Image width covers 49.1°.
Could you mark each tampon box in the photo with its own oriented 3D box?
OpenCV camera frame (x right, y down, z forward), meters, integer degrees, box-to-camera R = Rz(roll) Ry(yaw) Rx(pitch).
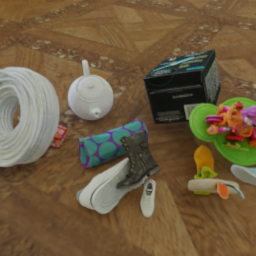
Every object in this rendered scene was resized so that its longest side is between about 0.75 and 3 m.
[{"bbox_3d":[1.937,-1.433,9.491,1.910,1.609,2.549,-4,24,27],"label":"tampon box"}]

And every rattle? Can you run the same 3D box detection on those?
[{"bbox_3d":[2.191,1.033,6.870,1.283,1.971,1.408,18,77,15],"label":"rattle"}]

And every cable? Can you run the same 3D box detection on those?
[{"bbox_3d":[-3.342,-0.324,8.265,2.910,2.911,1.008,11,-2,30],"label":"cable"}]

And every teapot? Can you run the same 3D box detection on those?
[{"bbox_3d":[-1.318,-1.245,9.857,1.771,1.294,1.748,31,66,8],"label":"teapot"}]

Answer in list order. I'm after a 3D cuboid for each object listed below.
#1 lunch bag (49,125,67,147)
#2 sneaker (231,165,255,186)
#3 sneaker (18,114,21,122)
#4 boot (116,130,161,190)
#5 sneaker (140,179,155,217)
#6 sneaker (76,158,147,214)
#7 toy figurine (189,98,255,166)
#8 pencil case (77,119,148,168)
[{"bbox_3d":[-2.589,0.138,9.158,1.094,0.448,0.964,17,29,-2],"label":"lunch bag"},{"bbox_3d":[3.504,1.316,7.973,1.128,0.417,0.462,28,41,16],"label":"sneaker"},{"bbox_3d":[-3.099,-0.192,8.595,0.838,0.345,0.310,50,19,25],"label":"sneaker"},{"bbox_3d":[0.081,0.796,7.113,1.394,0.483,1.213,-25,86,-24],"label":"boot"},{"bbox_3d":[0.499,1.783,7.089,0.364,0.383,0.952,3,83,3],"label":"sneaker"},{"bbox_3d":[-0.339,1.360,7.594,0.938,0.890,2.331,-3,18,46],"label":"sneaker"},{"bbox_3d":[3.179,-0.188,6.877,2.630,2.421,1.974,14,78,-7],"label":"toy figurine"},{"bbox_3d":[-0.463,0.428,8.592,2.129,0.906,0.984,-19,46,-22],"label":"pencil case"}]
